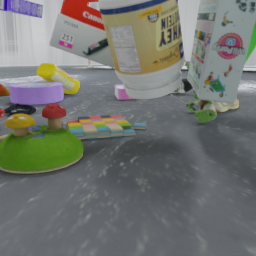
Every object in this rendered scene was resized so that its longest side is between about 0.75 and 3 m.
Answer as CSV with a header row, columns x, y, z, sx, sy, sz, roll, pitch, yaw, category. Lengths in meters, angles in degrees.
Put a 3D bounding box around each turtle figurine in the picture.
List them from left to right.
x,y,z,sx,sy,sz,roll,pitch,yaw,category
2.305,-1.300,9.896,2.524,1.816,2.447,24,30,-1,turtle figurine

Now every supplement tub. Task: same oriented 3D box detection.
x,y,z,sx,sy,sz,roll,pitch,yaw,category
0.425,-2.205,7.053,1.843,2.553,1.843,-11,31,7,supplement tub

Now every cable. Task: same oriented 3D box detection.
x,y,z,sx,sy,sz,roll,pitch,yaw,category
-3.974,-0.710,10.499,0.989,0.308,1.212,5,16,17,cable

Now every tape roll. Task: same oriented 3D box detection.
x,y,z,sx,sy,sz,roll,pitch,yaw,category
-4.255,-1.670,13.095,2.353,0.772,2.353,-1,15,0,tape roll

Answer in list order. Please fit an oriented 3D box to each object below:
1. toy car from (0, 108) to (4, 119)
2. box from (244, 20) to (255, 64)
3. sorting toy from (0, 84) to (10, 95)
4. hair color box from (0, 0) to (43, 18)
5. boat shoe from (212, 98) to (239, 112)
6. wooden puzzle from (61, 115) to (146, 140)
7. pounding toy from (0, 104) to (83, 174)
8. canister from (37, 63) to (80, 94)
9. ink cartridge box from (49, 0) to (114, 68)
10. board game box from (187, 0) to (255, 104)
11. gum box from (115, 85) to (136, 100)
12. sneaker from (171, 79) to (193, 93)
x,y,z,sx,sy,sz,roll,pitch,yaw,category
-5.217,-0.484,9.123,2.786,0.621,2.622,-1,15,-7,toy car
3.724,-3.005,9.893,0.923,1.910,1.685,35,-10,-7,box
-6.347,-1.722,13.906,0.716,0.720,2.078,21,9,-14,sorting toy
-2.959,-3.249,7.474,0.674,0.400,1.233,18,18,20,hair color box
3.915,-1.074,11.206,0.691,0.622,1.916,15,21,42,boat shoe
-0.900,-0.060,8.320,2.976,0.209,1.765,-4,16,-15,wooden puzzle
-2.198,0.068,6.140,2.434,1.130,1.879,5,16,17,pounding toy
-3.619,-2.569,14.560,1.393,0.812,1.875,14,-12,36,canister
-1.002,-2.747,7.698,1.887,1.638,0.411,17,17,-16,ink cartridge box
2.322,-2.382,7.150,0.953,2.965,2.187,7,23,1,board game box
-0.136,-1.809,13.998,0.920,0.536,1.621,-3,16,-7,gum box
2.466,-2.176,15.084,2.051,0.760,0.908,-4,13,23,sneaker
